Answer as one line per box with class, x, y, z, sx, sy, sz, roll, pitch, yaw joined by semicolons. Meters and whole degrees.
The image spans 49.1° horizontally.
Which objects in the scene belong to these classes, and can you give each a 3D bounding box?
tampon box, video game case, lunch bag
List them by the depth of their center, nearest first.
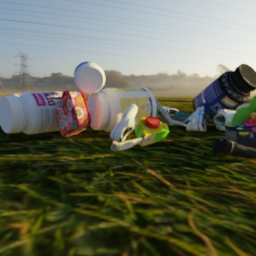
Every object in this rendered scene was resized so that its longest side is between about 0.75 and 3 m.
tampon box;3.483;0.234;8.713;0.651;0.549;0.869;-1;8;-7
lunch bag;-1.976;-0.543;9.629;0.685;1.474;1.673;-14;-6;-35
video game case;0.969;-0.995;13.012;0.207;2.301;1.648;-52;31;-17

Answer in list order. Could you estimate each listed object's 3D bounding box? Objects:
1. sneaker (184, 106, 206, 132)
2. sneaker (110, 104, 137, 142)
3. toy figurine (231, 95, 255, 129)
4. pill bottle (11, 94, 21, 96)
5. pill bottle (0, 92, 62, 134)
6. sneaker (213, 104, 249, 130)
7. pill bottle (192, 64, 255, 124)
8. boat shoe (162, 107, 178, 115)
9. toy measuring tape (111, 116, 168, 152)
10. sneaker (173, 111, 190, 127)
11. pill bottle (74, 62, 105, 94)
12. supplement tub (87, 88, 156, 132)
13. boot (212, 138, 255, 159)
sneaker;2.807;-0.372;11.765;0.859;0.743;1.983;-11;15;22
sneaker;-0.008;-0.124;9.328;0.515;1.454;0.531;21;-20;28
toy figurine;4.846;-0.200;8.768;2.362;1.773;2.174;-17;17;-6
pill bottle;-3.904;-0.833;12.795;2.678;1.487;1.487;-6;10;-36
pill bottle;-3.354;-0.593;10.837;2.792;1.583;1.583;-9;12;-44
sneaker;4.524;-0.505;12.045;1.686;1.075;2.917;4;10;9
pill bottle;4.336;-1.506;12.488;1.597;1.597;2.856;-5;-24;-32
boat shoe;2.501;-1.069;17.847;1.457;0.536;0.476;-2;5;-7
toy measuring tape;0.289;0.136;8.431;2.358;0.867;0.867;-13;15;-39
sneaker;2.629;-0.419;12.720;1.463;0.667;0.567;12;15;39
pill bottle;-1.440;-1.853;10.294;1.101;1.101;1.902;-2;15;-11
supplement tub;-0.276;-0.728;11.231;2.390;1.737;1.737;-5;10;-30
boot;2.669;0.591;7.102;0.826;0.463;1.194;16;2;-1
